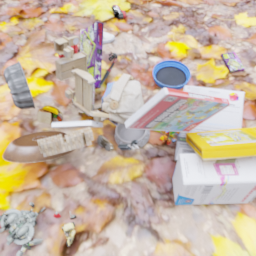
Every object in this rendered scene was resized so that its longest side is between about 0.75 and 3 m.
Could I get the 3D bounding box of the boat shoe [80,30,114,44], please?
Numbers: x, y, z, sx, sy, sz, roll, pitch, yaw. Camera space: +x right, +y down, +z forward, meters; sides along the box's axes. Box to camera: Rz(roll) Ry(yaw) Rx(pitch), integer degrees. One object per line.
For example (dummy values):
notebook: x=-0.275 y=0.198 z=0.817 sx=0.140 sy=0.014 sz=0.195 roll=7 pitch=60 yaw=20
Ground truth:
boat shoe: x=-1.469 y=-4.459 z=13.225 sx=1.634 sy=0.697 sz=0.604 roll=7 pitch=55 yaw=5

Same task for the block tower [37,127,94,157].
block tower: x=-1.620 y=0.372 z=7.344 sx=1.404 sy=0.379 sz=0.406 roll=-14 pitch=23 yaw=-13

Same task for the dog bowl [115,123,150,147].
dog bowl: x=0.129 y=0.153 z=10.089 sx=1.299 sy=0.381 sz=1.299 roll=-4 pitch=53 yaw=6

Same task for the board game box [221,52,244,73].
board game box: x=4.647 y=-2.930 z=12.493 sx=0.674 sy=0.181 sz=1.123 roll=-10 pitch=56 yaw=-2

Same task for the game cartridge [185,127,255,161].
game cartridge: x=3.055 y=0.386 z=8.120 sx=2.386 sy=0.387 sz=2.104 roll=-7 pitch=11 yaw=1

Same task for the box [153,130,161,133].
box: x=1.205 y=-0.249 z=10.572 sx=0.538 sy=0.210 sz=0.883 roll=19 pitch=57 yaw=13

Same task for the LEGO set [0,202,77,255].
LEGO set: x=-2.786 y=2.809 z=8.124 sx=2.505 sy=0.710 sz=1.627 roll=-13 pitch=56 yaw=-9

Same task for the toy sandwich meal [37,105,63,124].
toy sandwich meal: x=-2.711 y=-0.404 z=9.711 sx=0.931 sy=0.931 sz=0.319 roll=9 pitch=38 yaw=6

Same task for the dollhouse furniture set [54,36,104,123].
dollhouse furniture set: x=-1.285 y=-1.734 z=9.449 sx=1.179 sy=2.059 sz=2.414 roll=-30 pitch=53 yaw=-34

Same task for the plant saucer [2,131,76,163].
plant saucer: x=-2.720 y=0.496 z=8.705 sx=2.262 sy=0.414 sz=2.262 roll=-4 pitch=14 yaw=1

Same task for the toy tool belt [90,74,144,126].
toy tool belt: x=-0.321 y=-0.902 z=9.033 sx=1.586 sy=1.611 sz=2.581 roll=-9 pitch=20 yaw=5

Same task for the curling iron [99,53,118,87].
curling iron: x=-0.664 y=-1.875 z=9.040 sx=0.300 sy=1.210 sz=0.155 roll=34 pitch=26 yaw=14

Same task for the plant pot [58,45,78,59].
plant pot: x=-2.448 y=-3.158 z=11.421 sx=0.690 sy=0.758 sz=0.758 roll=6 pitch=51 yaw=-25

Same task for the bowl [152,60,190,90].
bowl: x=1.829 y=-2.224 z=11.896 sx=1.599 sy=0.314 sz=1.599 roll=0 pitch=55 yaw=0

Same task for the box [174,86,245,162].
box: x=2.766 y=-0.029 z=9.573 sx=2.066 sy=0.545 sz=2.650 roll=7 pitch=80 yaw=6

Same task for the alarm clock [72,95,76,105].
alarm clock: x=-1.837 y=-1.152 z=10.950 sx=0.819 sy=0.273 sz=0.552 roll=-19 pitch=51 yaw=29

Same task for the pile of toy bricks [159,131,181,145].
pile of toy bricks: x=1.408 y=0.156 z=9.079 sx=0.838 sy=0.414 sz=0.465 roll=-32 pitch=46 yaw=-32

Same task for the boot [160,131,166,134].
boot: x=1.359 y=-0.067 z=9.626 sx=0.307 sy=0.873 sz=0.625 roll=25 pitch=97 yaw=-7

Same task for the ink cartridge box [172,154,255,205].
ink cartridge box: x=2.627 y=1.558 z=8.387 sx=2.352 sy=1.700 sz=0.996 roll=0 pitch=55 yaw=0

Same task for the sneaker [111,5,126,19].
sneaker: x=-0.600 y=-5.986 z=14.474 sx=0.557 sy=0.403 sz=1.139 roll=-29 pitch=61 yaw=-21

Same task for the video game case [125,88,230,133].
video game case: x=1.403 y=-0.399 z=7.881 sx=2.529 sy=1.808 sz=0.221 roll=3 pitch=61 yaw=-36

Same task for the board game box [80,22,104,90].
board game box: x=-1.457 y=-2.663 z=10.780 sx=0.390 sy=1.451 sz=2.417 roll=3 pitch=89 yaw=-38

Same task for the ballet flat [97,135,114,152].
ballet flat: x=-0.602 y=0.417 z=7.491 sx=0.197 sy=0.286 sz=0.849 roll=7 pitch=13 yaw=-32

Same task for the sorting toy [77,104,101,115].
sorting toy: x=-1.320 y=-0.703 z=10.448 sx=1.099 sy=1.187 sz=0.217 roll=-19 pitch=97 yaw=-14

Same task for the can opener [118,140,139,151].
can opener: x=0.025 y=0.528 z=8.139 sx=0.820 sy=0.216 sz=0.273 roll=-12 pitch=44 yaw=49

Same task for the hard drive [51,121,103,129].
hard drive: x=-1.559 y=-0.084 z=8.689 sx=1.319 sy=0.870 sz=0.173 roll=-2 pitch=86 yaw=17

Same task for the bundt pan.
bundt pan: x=-3.734 y=-1.364 z=9.515 sx=0.630 sy=1.679 sz=1.679 roll=-19 pitch=57 yaw=-19
